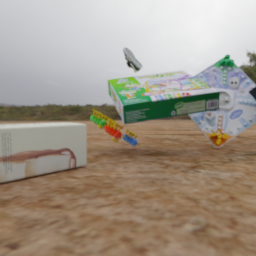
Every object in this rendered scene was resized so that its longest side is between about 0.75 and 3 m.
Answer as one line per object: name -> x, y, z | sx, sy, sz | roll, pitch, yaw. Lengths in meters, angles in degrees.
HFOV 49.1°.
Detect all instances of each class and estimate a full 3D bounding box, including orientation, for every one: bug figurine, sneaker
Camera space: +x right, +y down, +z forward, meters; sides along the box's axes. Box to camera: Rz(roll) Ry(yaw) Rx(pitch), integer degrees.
bug figurine -> -0.477, 0.090, 9.712 | 1.638, 0.543, 2.112 | 34, 1, 27
sneaker -> 0.075, -2.491, 10.368 | 0.406, 1.035, 0.411 | -24, -15, -49

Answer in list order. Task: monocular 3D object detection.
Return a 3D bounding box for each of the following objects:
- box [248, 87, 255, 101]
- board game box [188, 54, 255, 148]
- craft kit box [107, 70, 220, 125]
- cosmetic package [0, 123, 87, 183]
box -> 6.167, -1.153, 9.782 | 2.377, 2.611, 1.359 | -39, -5, -12
board game box -> 3.672, -1.157, 10.871 | 2.926, 2.927, 0.379 | -33, -19, -7
craft kit box -> 0.987, -1.153, 9.318 | 2.972, 0.721, 2.935 | -9, 23, -10
cosmetic package -> -2.224, 0.453, 6.203 | 1.273, 1.074, 2.463 | 2, 4, 39
